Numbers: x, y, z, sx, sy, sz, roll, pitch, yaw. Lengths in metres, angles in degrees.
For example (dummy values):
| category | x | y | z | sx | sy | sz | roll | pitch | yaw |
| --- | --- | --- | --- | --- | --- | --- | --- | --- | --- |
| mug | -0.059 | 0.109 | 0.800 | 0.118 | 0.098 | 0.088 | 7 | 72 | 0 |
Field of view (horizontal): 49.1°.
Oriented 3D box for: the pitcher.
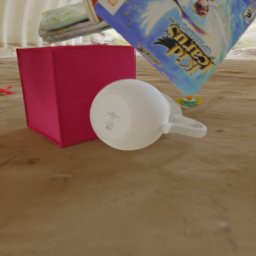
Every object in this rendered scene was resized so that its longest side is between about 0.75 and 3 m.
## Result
| category | x | y | z | sx | sy | sz | roll | pitch | yaw |
| --- | --- | --- | --- | --- | --- | --- | --- | --- | --- |
| pitcher | 0.594 | -0.239 | 7.028 | 2.380 | 1.681 | 2.774 | 22 | 15 | 27 |

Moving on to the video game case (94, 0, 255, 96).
| category | x | y | z | sx | sy | sz | roll | pitch | yaw |
| --- | --- | --- | --- | --- | --- | --- | --- | --- | --- |
| video game case | 0.850 | -1.888 | 4.460 | 2.066 | 1.873 | 0.470 | 39 | -4 | -13 |

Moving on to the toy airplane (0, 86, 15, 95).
| category | x | y | z | sx | sy | sz | roll | pitch | yaw |
| --- | --- | --- | --- | --- | --- | --- | --- | --- | --- |
| toy airplane | -6.334 | -1.883 | 14.331 | 1.300 | 0.239 | 1.300 | -2 | 21 | 1 |

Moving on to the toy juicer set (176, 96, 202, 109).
| category | x | y | z | sx | sy | sz | roll | pitch | yaw |
| --- | --- | --- | --- | --- | --- | --- | --- | --- | --- |
| toy juicer set | 2.395 | -1.152 | 11.684 | 0.958 | 0.410 | 1.507 | 12 | 21 | 34 |

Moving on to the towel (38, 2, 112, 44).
| category | x | y | z | sx | sy | sz | roll | pitch | yaw |
| --- | --- | --- | --- | --- | --- | --- | --- | --- | --- |
| towel | -1.747 | -4.049 | 10.222 | 2.986 | 0.719 | 2.556 | -16 | 37 | -5 |

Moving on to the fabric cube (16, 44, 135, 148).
| category | x | y | z | sx | sy | sz | roll | pitch | yaw |
| --- | --- | --- | --- | --- | --- | --- | --- | --- | --- |
| fabric cube | -1.476 | -1.118 | 8.139 | 2.469 | 2.477 | 2.430 | -16 | 24 | -37 |

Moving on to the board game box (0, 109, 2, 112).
| category | x | y | z | sx | sy | sz | roll | pitch | yaw |
| --- | --- | --- | --- | --- | --- | --- | --- | --- | --- |
| board game box | -5.375 | -0.633 | 10.525 | 1.079 | 0.105 | 0.556 | 6 | 19 | 17 |

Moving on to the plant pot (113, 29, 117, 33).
| category | x | y | z | sx | sy | sz | roll | pitch | yaw |
| --- | --- | --- | --- | --- | --- | --- | --- | --- | --- |
| plant pot | 0.501 | -2.973 | 6.345 | 1.515 | 1.596 | 1.596 | -21 | 26 | -34 |

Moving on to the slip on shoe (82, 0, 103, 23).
| category | x | y | z | sx | sy | sz | roll | pitch | yaw |
| --- | --- | --- | --- | --- | --- | --- | --- | --- | --- |
| slip on shoe | -0.589 | -2.574 | 4.352 | 0.639 | 2.088 | 0.774 | -17 | 62 | 2 |
